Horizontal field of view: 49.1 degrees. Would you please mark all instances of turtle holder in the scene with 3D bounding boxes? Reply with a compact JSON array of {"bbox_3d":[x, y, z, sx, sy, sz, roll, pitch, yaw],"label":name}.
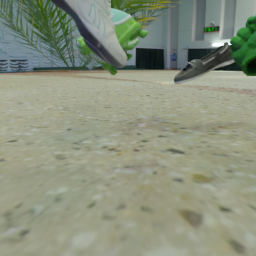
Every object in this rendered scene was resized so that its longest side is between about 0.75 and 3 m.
[{"bbox_3d":[-0.666,-2.668,8.680,2.315,1.644,1.759,-52,5,-20],"label":"turtle holder"}]

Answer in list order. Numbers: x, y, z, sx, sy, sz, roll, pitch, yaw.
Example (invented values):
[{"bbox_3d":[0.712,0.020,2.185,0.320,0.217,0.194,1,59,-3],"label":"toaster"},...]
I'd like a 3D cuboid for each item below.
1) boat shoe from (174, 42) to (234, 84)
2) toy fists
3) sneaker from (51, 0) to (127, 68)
[{"bbox_3d":[2.272,-1.983,8.550,2.322,0.662,0.776,-25,13,-20],"label":"boat shoe"},{"bbox_3d":[3.192,-2.127,5.797,0.792,1.173,2.302,27,-43,-31],"label":"toy fists"},{"bbox_3d":[-0.570,-1.992,4.845,0.853,2.128,0.748,-46,29,-13],"label":"sneaker"}]
